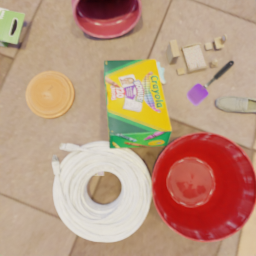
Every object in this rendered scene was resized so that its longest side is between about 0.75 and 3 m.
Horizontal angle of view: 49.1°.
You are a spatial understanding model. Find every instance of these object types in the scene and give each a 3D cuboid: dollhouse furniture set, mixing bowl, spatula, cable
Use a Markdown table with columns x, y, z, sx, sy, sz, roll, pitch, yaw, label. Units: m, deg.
| x | y | z | sx | sy | sz | roll | pitch | yaw | label |
| --- | --- | --- | --- | --- | --- | --- | --- | --- | --- |
| 2.360 | -2.479 | 9.401 | 1.911 | 0.846 | 0.991 | -13 | 83 | -2 | dollhouse furniture set |
| 2.069 | 1.684 | 8.455 | 2.985 | 1.617 | 2.985 | 0 | 83 | -3 | mixing bowl |
| 2.868 | -1.612 | 9.604 | 2.047 | 0.210 | 0.578 | -43 | 82 | -5 | spatula |
| -0.783 | 1.914 | 8.641 | 2.997 | 1.038 | 2.997 | 0 | 89 | -4 | cable |

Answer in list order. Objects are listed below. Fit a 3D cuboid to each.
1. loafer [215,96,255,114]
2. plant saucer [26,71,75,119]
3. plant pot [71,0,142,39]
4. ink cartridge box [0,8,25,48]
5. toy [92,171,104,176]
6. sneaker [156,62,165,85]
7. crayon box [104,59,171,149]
| x | y | z | sx | sy | sz | roll | pitch | yaw | label |
| --- | --- | --- | --- | --- | --- | --- | --- | --- | --- |
| 3.791 | -0.795 | 9.311 | 1.683 | 0.587 | 0.589 | 4 | 83 | 1 | loafer |
| -2.662 | -1.143 | 9.525 | 1.657 | 0.267 | 1.657 | 0 | 82 | -1 | plant saucer |
| -0.763 | -4.432 | 9.114 | 2.219 | 2.219 | 1.986 | -8 | 67 | -1 | plant pot |
| -4.605 | -3.500 | 9.628 | 2.159 | 0.640 | 1.121 | 13 | 83 | 2 | ink cartridge box |
| -1.295 | 1.287 | 9.229 | 0.979 | 0.231 | 0.564 | 1 | 81 | 0 | toy |
| 1.122 | -1.889 | 9.564 | 0.331 | 0.299 | 0.808 | -29 | 84 | 18 | sneaker |
| 0.184 | -0.798 | 8.479 | 1.700 | 0.834 | 2.863 | -3 | 56 | -6 | crayon box |
